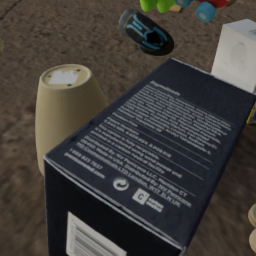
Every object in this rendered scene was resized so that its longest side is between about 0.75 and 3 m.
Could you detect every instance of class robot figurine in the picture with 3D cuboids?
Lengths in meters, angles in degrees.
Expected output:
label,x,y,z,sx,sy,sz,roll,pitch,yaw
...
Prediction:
label,x,y,z,sx,sy,sz,roll,pitch,yaw
robot figurine,0.704,-4.489,7.376,2.294,2.614,1.512,21,52,33

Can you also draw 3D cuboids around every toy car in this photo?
label,x,y,z,sx,sy,sz,roll,pitch,yaw
toy car,1.826,-3.335,6.027,1.265,1.430,1.319,36,86,5

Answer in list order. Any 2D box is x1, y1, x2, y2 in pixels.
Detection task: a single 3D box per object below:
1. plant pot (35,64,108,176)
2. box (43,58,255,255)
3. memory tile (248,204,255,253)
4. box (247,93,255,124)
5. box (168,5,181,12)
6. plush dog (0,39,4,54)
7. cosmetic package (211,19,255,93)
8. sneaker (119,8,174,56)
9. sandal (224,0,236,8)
label,x,y,z,sx,sy,sz,roll,pitch,yaw
plant pot,-1.130,-0.167,5.880,1.952,2.084,1.952,-2,40,1
box,0.313,0.522,3.233,1.236,1.754,2.370,29,45,18
memory tile,3.223,2.216,4.908,2.087,0.175,1.599,11,45,12
box,4.015,-0.577,7.450,1.819,0.637,0.585,-3,44,-3
box,2.027,-5.569,13.003,0.784,0.083,0.641,12,46,12
plush dog,-3.914,-1.776,5.953,1.574,1.470,1.833,2,45,29
cosmetic package,3.488,-1.961,8.123,1.036,1.685,1.680,-19,48,-21
sneaker,0.559,-1.887,6.133,0.772,0.690,1.884,46,23,28
sandal,2.738,-4.066,7.347,0.848,0.570,2.111,30,79,26
